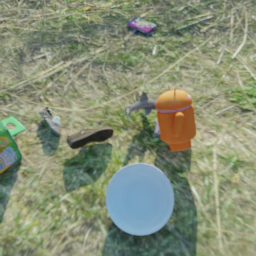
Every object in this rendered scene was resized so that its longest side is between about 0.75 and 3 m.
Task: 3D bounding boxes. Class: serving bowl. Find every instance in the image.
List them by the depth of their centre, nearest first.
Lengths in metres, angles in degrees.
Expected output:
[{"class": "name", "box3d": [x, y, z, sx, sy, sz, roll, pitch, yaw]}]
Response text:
[{"class": "serving bowl", "box3d": [0.410, 2.239, 8.908, 2.162, 0.711, 2.162, -3, 76, 14]}]

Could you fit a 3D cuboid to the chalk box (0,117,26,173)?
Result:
[{"class": "chalk box", "box3d": [-5.104, 0.542, 9.836, 1.820, 1.811, 2.925, 35, 60, 24]}]

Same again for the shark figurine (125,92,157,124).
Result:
[{"class": "shark figurine", "box3d": [0.477, -0.967, 11.142, 2.095, 0.874, 1.251, -16, 34, -33]}]

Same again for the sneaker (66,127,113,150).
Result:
[{"class": "sneaker", "box3d": [-1.471, 0.225, 10.708, 1.820, 0.641, 0.687, -17, 44, -23]}]

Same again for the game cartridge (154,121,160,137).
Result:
[{"class": "game cartridge", "box3d": [1.737, 0.108, 10.814, 1.389, 0.267, 0.901, 16, 45, 0]}]

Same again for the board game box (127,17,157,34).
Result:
[{"class": "board game box", "box3d": [0.780, -5.832, 15.937, 1.463, 0.236, 0.878, 29, 61, 21]}]

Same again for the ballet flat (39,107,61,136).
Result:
[{"class": "ballet flat", "box3d": [-3.059, -0.347, 11.281, 0.518, 0.525, 1.541, -46, 64, 1]}]

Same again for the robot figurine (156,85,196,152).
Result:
[{"class": "robot figurine", "box3d": [1.675, -0.326, 9.751, 1.313, 2.252, 1.620, 2, 20, 40]}]
